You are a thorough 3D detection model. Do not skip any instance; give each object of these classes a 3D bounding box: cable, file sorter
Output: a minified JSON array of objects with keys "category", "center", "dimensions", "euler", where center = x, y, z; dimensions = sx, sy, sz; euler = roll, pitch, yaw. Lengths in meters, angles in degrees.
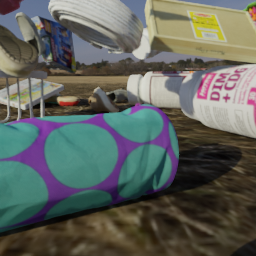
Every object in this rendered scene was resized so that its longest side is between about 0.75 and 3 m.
[{"category":"cable","center":[-0.662,-2.422,6.363],"dimensions":[2.192,0.759,2.192],"euler":[21,4,-42]},{"category":"file sorter","center":[-3.490,-0.720,7.124],"dimensions":[2.461,1.533,1.708],"euler":[9,13,38]}]

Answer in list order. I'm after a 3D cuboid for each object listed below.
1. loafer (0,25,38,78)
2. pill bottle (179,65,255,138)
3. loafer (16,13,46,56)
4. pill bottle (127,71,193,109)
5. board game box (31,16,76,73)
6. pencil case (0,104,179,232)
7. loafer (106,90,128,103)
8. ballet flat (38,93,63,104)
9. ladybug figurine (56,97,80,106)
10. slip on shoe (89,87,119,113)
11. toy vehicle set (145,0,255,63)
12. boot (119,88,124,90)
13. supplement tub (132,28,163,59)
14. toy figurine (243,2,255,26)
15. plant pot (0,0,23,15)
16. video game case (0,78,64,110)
[{"category":"loafer","center":[-3.025,-1.803,6.818],"dimensions":[1.023,0.923,2.704],"euler":[1,31,-42]},{"category":"pill bottle","center":[2.603,-0.676,6.680],"dimensions":[1.612,1.612,2.844],"euler":[-6,12,-27]},{"category":"loafer","center":[-3.072,-2.928,8.827],"dimensions":[0.483,1.380,0.482],"euler":[-12,41,20]},{"category":"pill bottle","center":[1.450,-1.537,11.398],"dimensions":[2.741,1.502,1.502],"euler":[3,11,17]},{"category":"board game box","center":[-2.699,-3.022,9.918],"dimensions":[0.575,1.863,1.862],"euler":[-14,-12,24]},{"category":"pencil case","center":[-0.802,0.321,2.854],"dimensions":[2.581,1.098,1.193],"euler":[-5,47,-27]},{"category":"loafer","center":[-0.674,-1.489,13.636],"dimensions":[1.776,0.621,0.620],"euler":[-16,21,-30]},{"category":"ballet flat","center":[-3.802,-1.444,13.068],"dimensions":[2.095,0.740,0.740],"euler":[-4,12,-19]},{"category":"ladybug figurine","center":[-2.689,-1.190,12.509],"dimensions":[1.090,0.392,0.740],"euler":[2,11,10]},{"category":"slip on shoe","center":[-1.001,-0.909,10.376],"dimensions":[0.745,0.935,2.459],"euler":[-41,26,0]},{"category":"toy vehicle set","center":[1.677,-2.207,6.256],"dimensions":[2.517,0.334,1.564],"euler":[5,52,-8]},{"category":"boot","center":[-0.762,-1.743,15.088],"dimensions":[1.144,0.640,1.654],"euler":[-5,-2,-2]},{"category":"supplement tub","center":[0.808,-2.992,9.705],"dimensions":[0.977,0.977,1.343],"euler":[10,35,42]},{"category":"toy figurine","center":[4.188,-3.506,9.342],"dimensions":[0.755,0.925,1.005],"euler":[-7,-9,8]},{"category":"plant pot","center":[-1.415,-1.962,3.393],"dimensions":[0.796,0.889,0.889],"euler":[-24,11,2]},{"category":"video game case","center":[-4.398,-1.556,12.306],"dimensions":[2.129,0.268,2.339],"euler":[15,34,26]}]
